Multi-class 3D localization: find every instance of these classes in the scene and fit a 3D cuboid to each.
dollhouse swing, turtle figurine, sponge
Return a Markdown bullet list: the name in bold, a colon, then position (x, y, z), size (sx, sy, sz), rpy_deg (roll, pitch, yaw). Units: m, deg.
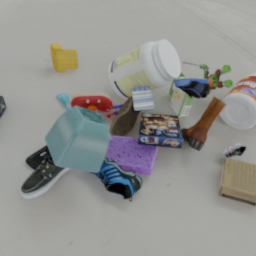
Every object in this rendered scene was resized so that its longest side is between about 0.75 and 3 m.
- **dollhouse swing**: position (-3.629, -4.029, 15.943), size (1.227, 1.395, 1.268), rpy_deg (-16, 41, -20)
- **turtle figurine**: position (3.512, -2.102, 12.498), size (1.933, 1.993, 1.435), rpy_deg (-11, 52, 59)
- **sponge**: position (-0.365, 0.928, 10.343), size (2.792, 0.416, 1.558), rpy_deg (7, 37, 11)

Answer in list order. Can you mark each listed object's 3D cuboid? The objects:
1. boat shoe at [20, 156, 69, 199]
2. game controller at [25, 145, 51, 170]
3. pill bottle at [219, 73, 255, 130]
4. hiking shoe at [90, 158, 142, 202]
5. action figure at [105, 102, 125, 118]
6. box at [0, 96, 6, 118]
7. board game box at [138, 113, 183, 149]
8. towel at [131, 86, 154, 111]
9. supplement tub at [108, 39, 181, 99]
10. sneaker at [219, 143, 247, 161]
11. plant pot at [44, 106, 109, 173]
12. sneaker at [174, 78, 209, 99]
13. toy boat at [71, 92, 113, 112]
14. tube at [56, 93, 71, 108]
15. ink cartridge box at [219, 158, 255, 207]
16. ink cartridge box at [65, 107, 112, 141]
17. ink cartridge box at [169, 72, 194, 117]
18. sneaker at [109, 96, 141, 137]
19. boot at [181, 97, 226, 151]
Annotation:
- **boat shoe**: position (-2.572, 1.298, 9.389), size (2.525, 0.715, 0.867), rpy_deg (-40, 50, -24)
- **game controller**: position (-3.123, 1.045, 10.437), size (0.694, 0.280, 1.329), rpy_deg (38, 50, 19)
- **pill bottle**: position (5.288, -1.313, 12.251), size (1.664, 1.664, 2.967), rpy_deg (24, 44, 28)
- **hiking shoe**: position (-0.589, 1.603, 9.164), size (2.085, 0.776, 0.904), rpy_deg (19, 33, 23)
- **action figure**: position (-0.132, -0.872, 12.439), size (1.844, 0.603, 0.477), rpy_deg (-19, 12, -38)
- **box**: position (-6.749, -0.312, 11.718), size (2.274, 0.736, 2.884), rpy_deg (1, 38, -1)
- **board game box**: position (1.236, 0.045, 10.988), size (1.591, 0.406, 2.348), rpy_deg (5, 23, 3)
- **towel**: position (0.594, -1.219, 11.531), size (0.825, 0.134, 1.123), rpy_deg (-7, 62, -1)
- **supplement tub**: position (0.723, -2.628, 12.770), size (2.838, 2.058, 2.058), rpy_deg (-16, 25, 38)
- **sneaker**: position (3.783, 0.893, 10.020), size (0.966, 0.375, 0.676), rpy_deg (-35, 7, -2)
- **plant pot**: position (-1.381, 0.230, 8.321), size (1.455, 1.482, 1.451), rpy_deg (17, 21, -38)
- **sneaker**: position (2.534, -1.530, 10.980), size (1.986, 0.774, 0.697), rpy_deg (-6, 8, -40)
- **toy boat**: position (-1.564, -0.847, 12.264), size (1.815, 1.185, 1.187), rpy_deg (-4, 71, -15)
- **tube**: position (-3.034, -1.357, 13.451), size (0.503, 0.327, 1.298), rpy_deg (-20, 37, -23)
- **ink cartridge box**: position (3.695, 1.749, 9.233), size (1.191, 0.543, 1.446), rpy_deg (13, 39, 17)
- **ink cartridge box**: position (-1.499, 0.081, 10.070), size (1.768, 1.024, 0.590), rpy_deg (29, 71, 20)
- **ink cartridge box**: position (2.280, -1.664, 12.799), size (0.498, 1.512, 2.078), rpy_deg (-3, 37, -22)
- **sneaker**: position (-0.114, -0.440, 11.749), size (2.325, 0.819, 0.878), rpy_deg (-54, 20, -26)
- **boot**: position (2.705, -0.306, 10.490), size (0.673, 1.966, 1.851), rpy_deg (25, 11, -5)
